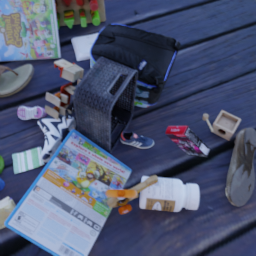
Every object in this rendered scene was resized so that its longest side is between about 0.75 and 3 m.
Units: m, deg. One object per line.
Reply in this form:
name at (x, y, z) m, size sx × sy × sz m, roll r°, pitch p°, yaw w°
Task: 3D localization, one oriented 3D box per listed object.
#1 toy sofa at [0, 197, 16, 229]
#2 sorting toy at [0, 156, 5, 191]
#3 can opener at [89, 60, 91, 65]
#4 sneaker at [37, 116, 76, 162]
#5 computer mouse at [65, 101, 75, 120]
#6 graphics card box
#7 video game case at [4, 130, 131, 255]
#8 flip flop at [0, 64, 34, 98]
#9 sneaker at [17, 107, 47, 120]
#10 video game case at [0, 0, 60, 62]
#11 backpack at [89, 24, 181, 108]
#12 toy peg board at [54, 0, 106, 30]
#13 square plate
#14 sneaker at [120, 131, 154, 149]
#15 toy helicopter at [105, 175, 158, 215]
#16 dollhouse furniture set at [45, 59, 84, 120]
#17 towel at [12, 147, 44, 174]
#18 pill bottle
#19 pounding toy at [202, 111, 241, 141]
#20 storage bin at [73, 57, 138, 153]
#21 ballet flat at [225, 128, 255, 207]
toy sofa at (-3.414, 2.309, 7.044) m, size 1.237 × 0.512 × 0.603 m, roll -25°, pitch 24°, yaw -16°
sorting toy at (-4.028, 1.361, 7.504) m, size 1.173 × 0.801 × 1.951 m, roll 4°, pitch 56°, yaw 3°
can opener at (-1.017, -2.908, 10.455) m, size 0.541 × 0.436 × 1.375 m, roll 20°, pitch 74°, yaw -3°
sneaker at (-2.388, 0.226, 8.396) m, size 1.052 × 0.645 × 1.616 m, roll 16°, pitch 63°, yaw 18°
computer mouse at (-1.379, -0.583, 8.412) m, size 0.400 × 1.736 × 1.219 m, roll 40°, pitch 71°, yaw 1°
graphics card box at (1.664, 0.380, 7.789) m, size 0.732 × 1.167 × 0.297 m, roll -1°, pitch 55°, yaw 54°
video game case at (-1.342, 1.681, 7.077) m, size 2.025 × 0.252 × 2.830 m, roll 36°, pitch 59°, yaw -9°
flip flop at (-4.691, -1.648, 9.436) m, size 2.976 × 0.857 × 1.207 m, roll -10°, pitch 48°, yaw -3°
sneaker at (-3.059, -0.475, 9.010) m, size 1.068 × 0.472 × 0.430 m, roll 1°, pitch 95°, yaw 23°
video game case at (-3.710, -3.707, 10.108) m, size 2.225 × 2.444 × 0.270 m, roll -5°, pitch 15°, yaw -8°
backpack at (0.065, -1.975, 9.068) m, size 2.539 × 1.866 × 2.324 m, roll 21°, pitch 59°, yaw 5°
toy peg board at (-2.120, -4.961, 10.667) m, size 2.431 × 2.421 × 1.189 m, roll -8°, pitch 45°, yaw -6°
square plate at (-1.464, -3.235, 10.969) m, size 1.358 × 0.193 × 1.345 m, roll -14°, pitch 58°, yaw -9°
sneaker at (0.263, 0.333, 8.419) m, size 1.036 × 0.438 × 0.388 m, roll 8°, pitch 56°, yaw 5°
toy helicopter at (0.081, 1.531, 6.773) m, size 1.416 × 0.937 × 0.559 m, roll -34°, pitch 59°, yaw 14°
dollhouse furniture set at (-1.898, -1.225, 8.630) m, size 0.798 × 1.532 × 1.549 m, roll 28°, pitch 36°, yaw 17°
towel at (-2.934, 0.940, 8.215) m, size 0.860 × 0.101 × 0.656 m, roll -15°, pitch 58°, yaw -10°
pill bottle at (1.043, 1.729, 7.243) m, size 1.454 × 0.831 × 0.831 m, roll 5°, pitch 56°, yaw 2°
pounding toy at (2.761, -0.063, 8.660) m, size 1.038 × 0.475 × 0.912 m, roll 29°, pitch 61°, yaw 18°
storage bin at (-0.605, -0.579, 7.857) m, size 1.089 × 2.324 × 1.571 m, roll 24°, pitch 58°, yaw 12°
ballet flat at (3.157, 1.062, 7.922) m, size 0.818 × 0.563 × 2.429 m, roll 32°, pitch 62°, yaw -20°
